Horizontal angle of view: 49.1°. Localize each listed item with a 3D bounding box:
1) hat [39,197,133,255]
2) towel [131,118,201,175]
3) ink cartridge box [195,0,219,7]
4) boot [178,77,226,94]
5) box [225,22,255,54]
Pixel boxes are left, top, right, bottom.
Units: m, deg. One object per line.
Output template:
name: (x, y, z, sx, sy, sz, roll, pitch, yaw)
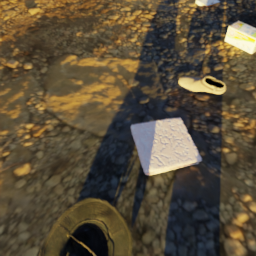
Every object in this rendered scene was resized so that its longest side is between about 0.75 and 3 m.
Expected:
hat: (-1.028, 2.769, 6.224, 2.345, 0.946, 2.345, 14, 67, -35)
towel: (1.127, 0.516, 8.789, 1.786, 0.301, 1.870, -9, 49, -9)
ink cartridge box: (4.371, -6.887, 15.380, 1.003, 0.218, 0.871, -24, 53, -20)
boot: (2.665, -1.600, 10.047, 1.641, 1.199, 0.576, 13, 89, 5)
box: (5.217, -4.051, 12.520, 0.813, 0.733, 1.446, -33, 56, -27)
